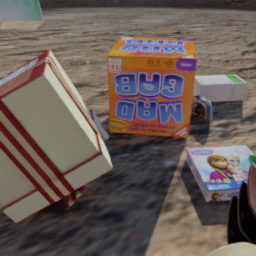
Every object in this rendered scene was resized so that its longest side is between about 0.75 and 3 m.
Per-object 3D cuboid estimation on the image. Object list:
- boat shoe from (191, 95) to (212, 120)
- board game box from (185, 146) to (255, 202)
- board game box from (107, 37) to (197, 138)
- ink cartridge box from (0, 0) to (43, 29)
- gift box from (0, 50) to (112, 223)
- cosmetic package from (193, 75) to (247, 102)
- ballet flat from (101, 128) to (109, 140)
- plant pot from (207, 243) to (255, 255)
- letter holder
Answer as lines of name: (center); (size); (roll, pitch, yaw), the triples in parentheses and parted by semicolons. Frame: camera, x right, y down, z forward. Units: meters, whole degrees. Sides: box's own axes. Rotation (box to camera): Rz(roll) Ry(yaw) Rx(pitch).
boat shoe: (2.588, -0.718, 10.296); (0.674, 0.673, 1.863); (-5, 19, 1)
board game box: (2.574, 1.103, 7.216); (1.757, 0.362, 1.753); (-3, 29, -6)
board game box: (0.836, -1.495, 9.571); (2.592, 2.594, 2.592); (4, 29, 7)
ink cartridge box: (-4.124, -3.967, 7.749); (2.967, 2.388, 0.743); (-15, -1, -37)
gift box: (-2.163, 0.235, 6.356); (2.899, 2.707, 2.675); (-29, 28, 7)
cosmetic package: (3.726, -1.644, 11.680); (1.961, 0.832, 1.055); (-4, 31, -10)
ballet flat: (-1.219, 0.013, 9.104); (1.372, 0.492, 0.492); (21, 35, 32)
plant pot: (1.465, 2.589, 2.887); (2.441, 2.441, 2.234); (6, 18, 10)
letter holder: (2.148, 1.479, 4.943); (0.765, 1.081, 1.521); (-36, 2, 30)
